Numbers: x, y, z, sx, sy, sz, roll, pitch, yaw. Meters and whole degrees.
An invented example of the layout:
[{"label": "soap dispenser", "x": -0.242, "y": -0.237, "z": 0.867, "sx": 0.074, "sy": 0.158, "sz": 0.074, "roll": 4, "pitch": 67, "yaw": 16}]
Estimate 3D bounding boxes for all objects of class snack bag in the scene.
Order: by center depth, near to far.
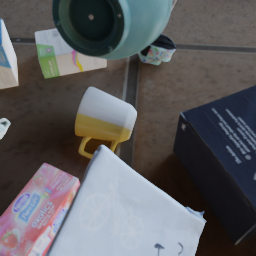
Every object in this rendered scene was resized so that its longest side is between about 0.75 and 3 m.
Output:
[{"label": "snack bag", "x": -0.127, "y": 1.786, "z": 2.999, "sx": 0.282, "sy": 2.487, "sz": 2.638, "roll": 3, "pitch": 61, "yaw": 45}]

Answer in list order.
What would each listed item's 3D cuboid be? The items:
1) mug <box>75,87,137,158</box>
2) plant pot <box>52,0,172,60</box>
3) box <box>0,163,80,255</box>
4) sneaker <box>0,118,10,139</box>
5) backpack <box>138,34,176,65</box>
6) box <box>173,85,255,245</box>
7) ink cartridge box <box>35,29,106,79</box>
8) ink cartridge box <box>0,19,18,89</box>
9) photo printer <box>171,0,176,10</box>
[{"label": "mug", "x": -0.548, "y": -0.102, "z": 7.202, "sx": 1.326, "sy": 1.615, "sz": 1.293, "roll": 17, "pitch": 21, "yaw": 2}, {"label": "plant pot", "x": -0.518, "y": -2.579, "z": 6.046, "sx": 2.636, "sy": 2.636, "sz": 1.766, "roll": 15, "pitch": 41, "yaw": 11}, {"label": "box", "x": -1.806, "y": 1.808, "z": 5.637, "sx": 0.898, "sy": 0.973, "sz": 1.896, "roll": 22, "pitch": 56, "yaw": 16}, {"label": "sneaker", "x": -1.912, "y": 0.095, "z": 3.845, "sx": 0.365, "sy": 0.321, "sz": 0.911, "roll": -32, "pitch": 24, "yaw": 10}, {"label": "backpack", "x": 0.893, "y": -2.611, "z": 9.105, "sx": 1.205, "sy": 0.907, "sz": 1.070, "roll": -2, "pitch": 49, "yaw": -22}, {"label": "box", "x": 2.824, "y": 0.611, "z": 6.188, "sx": 2.660, "sy": 1.562, "sz": 2.616, "roll": -19, "pitch": 54, "yaw": -15}, {"label": "ink cartridge box", "x": -1.618, "y": -2.598, "z": 9.168, "sx": 2.540, "sy": 0.855, "sz": 1.488, "roll": -13, "pitch": 53, "yaw": -10}, {"label": "ink cartridge box", "x": -4.697, "y": -2.035, "z": 8.302, "sx": 2.348, "sy": 1.509, "sz": 1.471, "roll": -12, "pitch": 52, "yaw": -11}, {"label": "photo printer", "x": 0.899, "y": -3.875, "z": 7.125, "sx": 0.865, "sy": 2.490, "sz": 2.072, "roll": 16, "pitch": 47, "yaw": -12}]
